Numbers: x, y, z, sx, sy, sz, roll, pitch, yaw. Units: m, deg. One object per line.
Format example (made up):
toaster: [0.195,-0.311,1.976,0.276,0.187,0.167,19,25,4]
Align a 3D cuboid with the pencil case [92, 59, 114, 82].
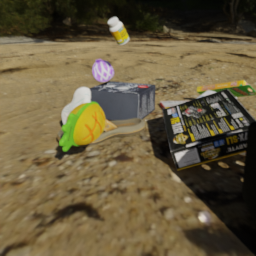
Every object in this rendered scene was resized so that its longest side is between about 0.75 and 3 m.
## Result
pencil case: [-0.977,-2.221,10.969,0.831,0.846,1.980,-11,11,-3]

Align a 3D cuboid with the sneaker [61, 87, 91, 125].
sneaker: [-1.616,-0.485,8.606,0.572,1.627,0.652,9,46,-32]

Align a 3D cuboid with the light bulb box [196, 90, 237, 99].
light bulb box: [2.907,-0.622,9.697,1.205,0.752,1.194,-33,38,-30]

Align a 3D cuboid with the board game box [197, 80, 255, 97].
board game box: [4.075,-1.528,11.591,2.197,0.329,1.050,1,-16,44]

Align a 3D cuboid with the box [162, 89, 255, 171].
box: [2.117,-0.083,7.701,2.127,0.657,2.663,-19,24,10]

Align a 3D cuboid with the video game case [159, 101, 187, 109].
video game case: [2.189,-0.723,11.186,1.465,0.179,2.049,-2,21,-7]

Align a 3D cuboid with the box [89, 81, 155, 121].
box: [-0.224,-1.046,10.668,2.088,1.087,1.901,8,22,21]

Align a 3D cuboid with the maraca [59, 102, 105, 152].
maraca: [-0.981,-0.040,5.935,0.783,1.003,1.463,19,24,17]

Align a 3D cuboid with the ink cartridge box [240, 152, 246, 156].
ink cartridge box: [3.513,0.332,7.708,1.478,0.621,1.070,14,28,40]

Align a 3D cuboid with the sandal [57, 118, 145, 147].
sandal: [-0.792,-0.089,8.685,2.886,0.779,1.159,-11,23,-23]

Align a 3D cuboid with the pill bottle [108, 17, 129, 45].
pill bottle: [-0.303,-2.920,8.454,0.427,0.757,0.427,-17,46,18]

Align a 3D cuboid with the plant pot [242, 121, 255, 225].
plant pot: [3.138,0.837,4.484,2.311,2.305,2.050,-5,15,-12]
